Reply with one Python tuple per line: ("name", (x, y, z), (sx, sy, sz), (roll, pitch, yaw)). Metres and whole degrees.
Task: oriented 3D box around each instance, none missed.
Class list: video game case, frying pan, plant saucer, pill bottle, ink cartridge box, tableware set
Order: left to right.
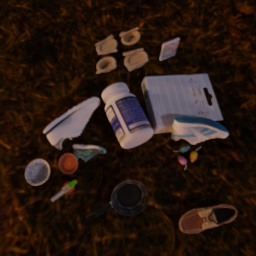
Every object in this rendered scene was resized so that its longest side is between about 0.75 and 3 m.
("plant saucer", (-2.340, 1.405, 10.983), (0.799, 0.129, 0.799), (-2, 83, 14))
("tableware set", (-0.374, -3.384, 12.423), (2.280, 0.317, 2.730), (-16, 55, 10))
("frying pan", (-0.268, 2.866, 10.316), (2.313, 0.376, 1.399), (-44, 105, 4))
("pill bottle", (-0.094, -0.512, 11.196), (1.398, 1.398, 2.416), (-23, 71, -9))
("video game case", (1.809, -3.447, 12.364), (0.796, 1.112, 0.100), (-25, 71, -11))
("ink cartridge box", (2.235, -1.085, 11.933), (2.940, 0.839, 2.389), (-5, 68, -17))

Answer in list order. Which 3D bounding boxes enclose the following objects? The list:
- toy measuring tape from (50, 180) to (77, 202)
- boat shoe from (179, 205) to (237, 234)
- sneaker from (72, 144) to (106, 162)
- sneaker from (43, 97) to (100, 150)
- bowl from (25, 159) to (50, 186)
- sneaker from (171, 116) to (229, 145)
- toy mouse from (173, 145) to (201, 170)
("toy measuring tape", (-2.416, 2.366, 10.517), (0.443, 0.443, 1.205), (42, 56, 15))
("boat shoe", (2.884, 3.212, 10.072), (2.187, 0.785, 0.828), (-17, 70, -7))
("sneaker", (-1.546, 1.018, 11.034), (1.437, 0.558, 0.656), (1, 80, 23))
("sneaker", (-2.121, -0.261, 11.407), (2.649, 1.012, 1.066), (-39, 95, -14))
("bowl", (-3.381, 1.741, 10.740), (1.002, 0.470, 1.002), (-4, 69, 10))
("sneaker", (2.790, 0.146, 10.971), (2.285, 0.923, 0.874), (8, 26, -8))
("toy mouse", (2.216, 1.068, 11.078), (0.965, 0.210, 1.085), (22, 94, 18))
